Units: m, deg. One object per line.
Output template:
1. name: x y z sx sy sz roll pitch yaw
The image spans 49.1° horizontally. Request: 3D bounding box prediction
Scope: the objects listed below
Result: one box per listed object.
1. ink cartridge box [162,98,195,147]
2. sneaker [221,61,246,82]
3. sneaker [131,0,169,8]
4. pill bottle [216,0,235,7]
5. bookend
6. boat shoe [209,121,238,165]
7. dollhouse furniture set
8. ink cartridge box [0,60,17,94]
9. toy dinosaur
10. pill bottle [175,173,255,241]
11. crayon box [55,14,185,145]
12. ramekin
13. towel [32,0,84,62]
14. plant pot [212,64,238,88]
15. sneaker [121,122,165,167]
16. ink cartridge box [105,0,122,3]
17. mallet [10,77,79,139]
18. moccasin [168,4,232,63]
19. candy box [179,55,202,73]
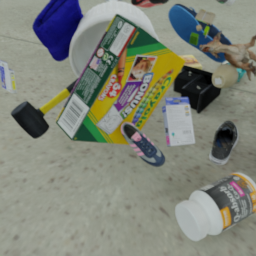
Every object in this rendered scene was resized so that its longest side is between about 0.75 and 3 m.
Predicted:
1. ink cartridge box: 1.179 -0.149 6.641 0.679 1.138 0.239 -4 -4 -22
2. sneaker: 4.886 -2.612 13.224 1.063 1.034 2.669 31 45 24
3. sneaker: 0.963 -5.183 11.274 1.664 0.613 0.722 11 10 31
4. pill bottle: 2.749 -3.942 8.218 0.836 0.473 0.473 16 27 -30
5. bookend: 2.677 -1.734 12.006 2.031 0.935 2.018 25 43 31
6. boat shoe: 3.238 0.284 9.379 0.792 0.750 2.264 19 40 24
7. dollhouse furniture set: 2.261 -3.105 8.681 0.530 0.410 1.061 24 75 14
8. ink cartridge box: -3.528 -1.523 8.200 0.206 0.878 0.868 -13 26 -37
9. toy dinosaur: 3.510 -2.436 9.292 1.631 1.033 2.407 21 -2 40
10. pill bottle: 2.184 1.912 6.835 1.916 1.115 1.115 -19 40 -23
11. crayon box: -0.076 -0.902 6.698 0.790 2.710 2.338 42 18 31
12. ramekin: -0.406 -2.642 9.152 2.901 2.901 1.523 -1 52 -2
13. towel: -2.030 -3.189 9.011 0.597 2.412 1.781 35 85 6
14. plant pot: 3.034 -1.589 9.029 0.793 0.793 0.847 21 31 26
15. sneaker: 0.295 0.380 6.501 1.342 0.550 0.471 41 83 24
16. ink cartridge box: -0.519 -5.720 11.240 1.394 0.304 1.210 -38 92 -13
17. mallet: -1.621 -0.921 6.803 2.704 0.891 0.557 -45 29 -1
18. moccasin: 2.780 -3.662 10.793 2.897 1.166 0.988 42 56 -7
19. candy box: 2.185 -2.988 13.917 2.543 0.703 1.468 -5 36 -7
